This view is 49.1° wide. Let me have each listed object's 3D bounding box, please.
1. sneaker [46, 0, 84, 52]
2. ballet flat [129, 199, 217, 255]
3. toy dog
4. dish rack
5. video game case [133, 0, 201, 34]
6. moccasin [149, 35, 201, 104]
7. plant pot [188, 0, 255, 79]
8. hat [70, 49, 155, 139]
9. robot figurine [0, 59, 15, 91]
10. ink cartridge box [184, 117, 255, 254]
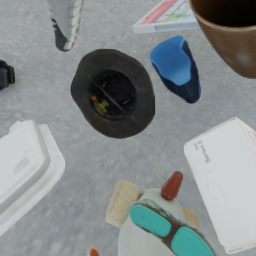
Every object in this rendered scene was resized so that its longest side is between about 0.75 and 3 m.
[{"bbox_3d":[-1.803,-2.962,6.399,1.477,2.557,0.959,1,50,-25],"label":"sneaker"},{"bbox_3d":[0.418,0.928,2.539,0.883,0.328,0.328,35,65,12],"label":"ballet flat"},{"bbox_3d":[0.344,1.628,3.437,1.881,1.373,2.851,9,37,-18],"label":"toy dog"},{"bbox_3d":[-1.828,0.649,4.006,1.739,0.441,2.026,-43,30,-5],"label":"dish rack"},{"bbox_3d":[1.722,-3.122,7.390,2.750,0.240,1.966,11,48,38],"label":"video game case"},{"bbox_3d":[1.016,-1.292,6.230,1.024,0.868,2.546,-24,29,21],"label":"moccasin"},{"bbox_3d":[2.279,-1.842,5.056,1.957,2.094,1.957,-11,62,21],"label":"plant pot"},{"bbox_3d":[-0.158,-0.672,5.089,1.778,1.778,0.717,26,42,15],"label":"hat"},{"bbox_3d":[-4.220,-1.622,8.324,1.596,1.199,0.996,11,80,6],"label":"robot figurine"},{"bbox_3d":[1.969,0.929,4.386,0.910,2.167,1.577,-33,59,28],"label":"ink cartridge box"}]
